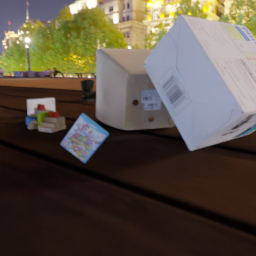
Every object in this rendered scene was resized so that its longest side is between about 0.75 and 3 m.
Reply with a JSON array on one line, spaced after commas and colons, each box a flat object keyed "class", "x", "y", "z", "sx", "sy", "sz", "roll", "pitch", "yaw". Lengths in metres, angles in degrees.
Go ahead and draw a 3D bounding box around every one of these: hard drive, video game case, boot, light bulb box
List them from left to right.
[{"class": "hard drive", "x": -3.543, "y": -0.814, "z": 11.454, "sx": 1.104, "sy": 0.728, "sz": 0.147, "roll": -9, "pitch": 16, "yaw": -37}, {"class": "video game case", "x": -0.854, "y": 0.219, "z": 5.393, "sx": 0.624, "sy": 0.871, "sz": 0.078, "roll": 38, "pitch": 28, "yaw": -4}, {"class": "boot", "x": -2.134, "y": -2.242, "z": 16.681, "sx": 0.636, "sy": 1.263, "sz": 1.690, "roll": 8, "pitch": 15, "yaw": 31}, {"class": "light bulb box", "x": 2.452, "y": -1.216, "z": 7.486, "sx": 2.866, "sy": 2.841, "sz": 1.789, "roll": -9, "pitch": -25, "yaw": -38}]

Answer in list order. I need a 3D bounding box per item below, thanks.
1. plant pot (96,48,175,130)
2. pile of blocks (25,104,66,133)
[{"class": "plant pot", "x": 0.417, "y": -1.188, "z": 9.548, "sx": 2.635, "sy": 2.638, "sz": 2.335, "roll": -4, "pitch": 23, "yaw": -16}, {"class": "pile of blocks", "x": -3.033, "y": -0.415, "z": 9.624, "sx": 0.977, "sy": 0.740, "sz": 2.380, "roll": -10, "pitch": 15, "yaw": -38}]
